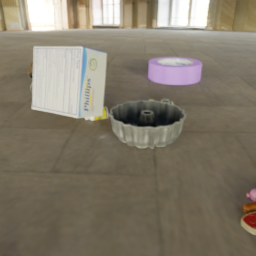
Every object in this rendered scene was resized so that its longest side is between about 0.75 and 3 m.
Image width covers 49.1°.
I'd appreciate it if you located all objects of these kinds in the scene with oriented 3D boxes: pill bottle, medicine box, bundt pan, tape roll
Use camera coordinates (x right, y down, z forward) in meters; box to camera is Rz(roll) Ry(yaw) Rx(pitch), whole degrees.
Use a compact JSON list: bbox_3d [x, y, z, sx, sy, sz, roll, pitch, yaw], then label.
[{"bbox_3d":[-1.195,-0.520,10.441,0.834,0.467,0.467,-9,26,-18],"label":"pill bottle"},{"bbox_3d":[-1.753,-1.344,8.131,2.032,1.851,1.046,11,11,33],"label":"medicine box"},{"bbox_3d":[0.592,-0.084,8.948,2.417,0.907,2.417,1,24,0],"label":"bundt pan"},{"bbox_3d":[2.646,-3.294,15.984,2.965,0.973,2.965,-1,24,0],"label":"tape roll"}]

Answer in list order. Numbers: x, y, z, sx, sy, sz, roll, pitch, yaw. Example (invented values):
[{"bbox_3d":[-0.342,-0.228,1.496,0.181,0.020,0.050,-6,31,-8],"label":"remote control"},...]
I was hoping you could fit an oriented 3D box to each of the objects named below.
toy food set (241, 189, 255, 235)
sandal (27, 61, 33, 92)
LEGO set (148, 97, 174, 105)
[{"bbox_3d":[2.916,1.716,5.783,1.786,0.281,1.135,-29,36,-35],"label":"toy food set"},{"bbox_3d":[-3.265,-2.110,10.210,0.756,1.052,2.649,29,26,-25],"label":"sandal"},{"bbox_3d":[1.421,-1.179,11.899,1.089,0.309,0.707,9,12,6],"label":"LEGO set"}]
